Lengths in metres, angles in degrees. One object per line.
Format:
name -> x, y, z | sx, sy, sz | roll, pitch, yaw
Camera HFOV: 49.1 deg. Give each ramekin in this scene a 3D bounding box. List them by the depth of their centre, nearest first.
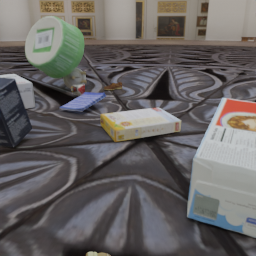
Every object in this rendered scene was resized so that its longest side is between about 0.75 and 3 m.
ramekin -> -2.735, -2.970, 10.189 | 2.103, 2.103, 1.027 | 13, -4, 30

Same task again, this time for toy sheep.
toy sheep -> -2.081, -1.938, 10.941 | 0.928, 0.928, 1.345 | -3, 2, -8

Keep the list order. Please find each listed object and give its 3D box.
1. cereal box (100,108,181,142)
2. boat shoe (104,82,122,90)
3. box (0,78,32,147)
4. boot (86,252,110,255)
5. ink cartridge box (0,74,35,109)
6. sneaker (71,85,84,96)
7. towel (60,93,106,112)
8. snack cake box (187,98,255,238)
cereal box -> 0.278, -0.124, 6.879 | 1.673, 0.331, 1.203 | -7, 22, -19
boat shoe -> -0.590, -1.646, 11.013 | 0.797, 0.269, 0.287 | -12, 24, -29
box -> -2.957, -0.374, 5.912 | 1.393, 1.269, 0.725 | 7, 39, 17
boot -> 0.422, 1.551, 2.016 | 1.368, 0.637, 1.769 | -8, 28, -18
ink cartridge box -> -3.968, -1.114, 8.829 | 1.414, 0.804, 1.941 | -14, 25, -33
sneaker -> -1.744, -1.279, 9.660 | 0.439, 0.416, 1.069 | 4, 3, -14
towel -> -1.352, -0.825, 8.510 | 0.886, 0.146, 1.224 | 7, 30, 32
snack cake box -> 2.080, 0.422, 4.423 | 1.654, 0.966, 2.876 | 10, 24, 22
